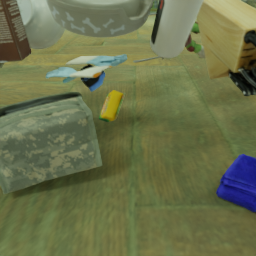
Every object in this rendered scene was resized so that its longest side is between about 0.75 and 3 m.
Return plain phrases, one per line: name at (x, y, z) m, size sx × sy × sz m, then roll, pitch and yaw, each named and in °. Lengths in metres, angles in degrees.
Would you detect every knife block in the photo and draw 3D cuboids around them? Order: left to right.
knife block at (2.500, -1.974, 5.831) m, size 0.878 × 2.744 × 2.408 m, roll -11°, pitch -2°, yaw -12°

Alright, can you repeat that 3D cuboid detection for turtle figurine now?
turtle figurine at (1.535, -3.025, 8.996) m, size 2.111 × 2.177 × 1.566 m, roll 12°, pitch 66°, yaw -22°

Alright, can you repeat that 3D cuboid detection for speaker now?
speaker at (0.935, -2.187, 5.425) m, size 0.785 × 0.785 × 1.933 m, roll 1°, pitch -17°, yaw -3°

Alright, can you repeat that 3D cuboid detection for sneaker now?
sneaker at (-1.079, -1.626, 8.316) m, size 0.570 × 0.634 × 1.627 m, roll -33°, pitch 23°, yaw 9°

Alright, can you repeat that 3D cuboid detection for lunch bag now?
lunch bag at (-2.053, 0.071, 6.974) m, size 2.234 × 1.601 × 2.724 m, roll -15°, pitch 23°, yaw -13°

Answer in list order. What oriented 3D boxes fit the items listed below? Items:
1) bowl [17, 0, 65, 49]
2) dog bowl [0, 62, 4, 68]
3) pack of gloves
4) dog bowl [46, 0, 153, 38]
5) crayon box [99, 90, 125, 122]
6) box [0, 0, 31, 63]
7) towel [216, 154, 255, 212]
bowl at (-2.960, -3.437, 8.277) m, size 2.145 × 2.145 × 0.964 m, roll 8°, pitch 16°, yaw 15°
dog bowl at (-4.223, -2.328, 7.252) m, size 0.719 × 2.453 × 2.453 m, roll 25°, pitch 35°, yaw 16°
pack of gloves at (-1.046, -1.488, 7.300) m, size 1.967 × 0.388 × 1.653 m, roll 9°, pitch 33°, yaw 37°
dog bowl at (-0.546, -2.554, 5.441) m, size 2.206 × 0.647 × 2.206 m, roll 2°, pitch 49°, yaw -3°
crayon box at (-0.303, -0.387, 5.053) m, size 0.200 × 0.499 × 0.786 m, roll 21°, pitch -8°, yaw -14°
box at (-3.056, -2.556, 6.496) m, size 0.971 × 1.939 × 0.727 m, roll -2°, pitch 30°, yaw 8°
towel at (3.201, 1.265, 5.806) m, size 2.257 × 0.559 × 1.667 m, roll 19°, pitch 35°, yaw 32°
